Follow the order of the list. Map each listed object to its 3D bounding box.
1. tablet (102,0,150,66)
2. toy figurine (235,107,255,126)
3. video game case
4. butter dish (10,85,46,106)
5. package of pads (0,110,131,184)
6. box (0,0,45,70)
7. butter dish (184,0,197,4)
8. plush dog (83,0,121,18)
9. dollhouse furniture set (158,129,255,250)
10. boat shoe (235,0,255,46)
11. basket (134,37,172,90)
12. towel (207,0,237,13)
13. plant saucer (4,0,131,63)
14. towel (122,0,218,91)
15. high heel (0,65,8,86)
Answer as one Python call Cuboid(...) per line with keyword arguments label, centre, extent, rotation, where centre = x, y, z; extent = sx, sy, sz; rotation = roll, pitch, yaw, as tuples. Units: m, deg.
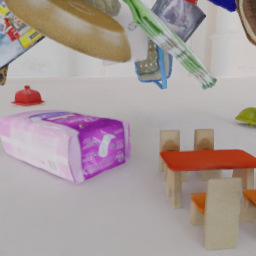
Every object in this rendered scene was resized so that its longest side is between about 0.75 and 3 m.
Cuboid(label="tablet", centre=(-0.050, -2.833, 8.003), extent=(1.380, 2.120, 0.145), rotation=(-3, -14, 25))
Cuboid(label="toy figurine", centre=(4.151, -0.697, 7.296), extent=(1.468, 1.667, 2.783), rotation=(-3, 14, -14))
Cuboid(label="video game case", centre=(1.759, -4.205, 10.343), extent=(0.195, 1.468, 2.055), rotation=(-12, 62, -43))
Cuboid(label="butter dish", centre=(-4.488, -1.470, 12.518), extent=(1.175, 0.871, 1.179), rotation=(10, 15, 33))
Cuboid(label="package of pads", centre=(-1.208, 0.196, 5.148), extent=(2.282, 0.863, 1.375), rotation=(11, 20, 41))
Cuboid(label="box", centre=(-3.319, -2.525, 6.607), extent=(2.986, 2.039, 0.563), rotation=(-23, 20, 26))
Cuboid(label="butter dish", centre=(1.047, -3.070, 5.314), extent=(1.045, 0.774, 1.048), rotation=(40, -6, 28))
Cuboid(label="plush dog", centre=(-1.384, -3.115, 7.155), extent=(1.725, 2.150, 1.846), rotation=(-33, 36, 26))
Cuboid(label="dollhouse furniture set", centre=(1.486, 0.410, 3.689), extent=(2.068, 1.077, 2.091), rotation=(-1, 13, -6))
Cuboid(label="boat shoe", centre=(2.335, -2.316, 5.062), extent=(0.829, 2.246, 0.831), rotation=(6, -20, 3))
Cuboid(label="basket", centre=(0.809, -2.182, 8.877), extent=(1.254, 1.589, 1.802), rotation=(-10, 25, -5))
Cuboid(label="towel", centre=(2.689, -4.082, 7.922), extent=(2.190, 0.543, 1.617), rotation=(9, -11, -23))
Cuboid(label="plant saucer", centre=(-0.966, -2.075, 5.302), extent=(2.505, 0.444, 2.505), rotation=(23, 27, -13))
Cuboid(label="towel", centre=(0.954, -2.252, 7.110), extent=(2.895, 0.444, 2.160), rotation=(29, 27, -36))
Cuboid(label="high heel", centre=(-3.325, -2.184, 8.050), extent=(1.290, 1.810, 0.646), rotation=(-10, -2, 1))
